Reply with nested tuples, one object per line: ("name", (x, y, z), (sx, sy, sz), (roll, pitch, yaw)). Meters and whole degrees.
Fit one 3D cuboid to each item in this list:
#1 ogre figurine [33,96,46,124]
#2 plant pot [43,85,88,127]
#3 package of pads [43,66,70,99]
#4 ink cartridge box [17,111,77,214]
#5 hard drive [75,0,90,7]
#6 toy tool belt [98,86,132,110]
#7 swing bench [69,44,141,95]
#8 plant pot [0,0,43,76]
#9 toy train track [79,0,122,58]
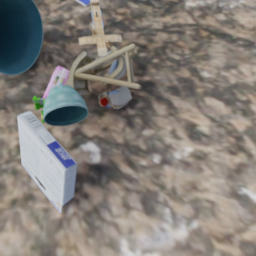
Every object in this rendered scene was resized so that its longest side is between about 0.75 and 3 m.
("ogre figurine", (-2.350, -0.539, 8.617), (0.777, 1.296, 0.636), (-2, 39, 7))
("plant pot", (-1.759, -0.660, 7.692), (1.204, 1.204, 0.806), (-12, 69, -7))
("package of pads", (-2.458, -1.309, 9.425), (0.513, 0.816, 1.355), (24, 58, -20))
("ink cartridge box", (-2.350, 1.035, 8.037), (0.494, 2.281, 2.239), (-30, 62, -35))
("hard drive", (-1.871, -6.321, 13.396), (0.810, 0.156, 1.227), (38, 67, 19))
("toy tool belt", (-0.560, -1.016, 9.885), (1.258, 0.773, 0.786), (-22, 101, -26))
("swing bench", (-0.719, -1.842, 9.309), (2.155, 2.144, 1.398), (-6, 99, 4))
("plant pot", (-4.917, -3.614, 10.348), (2.002, 2.973, 2.973), (17, 61, 21))
("toy train track", (-1.012, -3.533, 9.560), (1.441, 0.409, 2.512), (-7, 68, -8))
